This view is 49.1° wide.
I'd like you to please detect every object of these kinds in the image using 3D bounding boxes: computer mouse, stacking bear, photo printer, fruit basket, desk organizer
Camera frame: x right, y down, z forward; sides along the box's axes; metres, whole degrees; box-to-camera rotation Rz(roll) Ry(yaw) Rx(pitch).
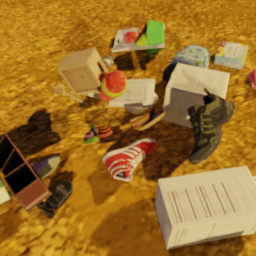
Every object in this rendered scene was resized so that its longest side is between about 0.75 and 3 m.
[{"bbox_3d":[-2.350,2.329,9.342,0.909,0.346,1.313,31,64,27],"label":"computer mouse"},{"bbox_3d":[-0.534,-1.634,10.312,1.066,1.139,1.875,-3,2,-8],"label":"stacking bear"},{"bbox_3d":[0.425,-1.257,12.726,1.477,0.513,1.229,-34,53,-26],"label":"photo printer"},{"bbox_3d":[0.675,-5.152,16.360,2.946,1.381,2.729,-7,43,15],"label":"fruit basket"},{"bbox_3d":[-3.644,1.376,9.099,0.913,0.980,2.545,-37,54,-19],"label":"desk organizer"}]

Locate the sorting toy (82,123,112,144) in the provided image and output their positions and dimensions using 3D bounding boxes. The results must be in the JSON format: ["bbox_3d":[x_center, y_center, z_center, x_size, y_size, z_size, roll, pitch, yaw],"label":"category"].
[{"bbox_3d":[-1.166,0.137,10.111,1.171,0.481,0.703,-23,22,-24],"label":"sorting toy"}]

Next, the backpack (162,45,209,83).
[{"bbox_3d":[3.090,-3.069,13.928,1.941,1.830,2.380,24,34,29],"label":"backpack"}]

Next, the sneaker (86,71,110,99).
[{"bbox_3d":[-1.172,-2.135,13.441,2.018,0.805,1.313,-9,43,-7],"label":"sneaker"}]

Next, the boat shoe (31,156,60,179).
[{"bbox_3d":[-3.268,1.507,9.906,0.649,0.635,1.821,34,57,24],"label":"boat shoe"}]

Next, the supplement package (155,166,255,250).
[{"bbox_3d":[2.351,2.361,8.366,2.797,1.591,1.532,-7,47,-7],"label":"supplement package"}]

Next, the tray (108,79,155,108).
[{"bbox_3d":[0.052,-1.505,12.114,2.264,1.216,0.251,4,-1,32],"label":"tray"}]

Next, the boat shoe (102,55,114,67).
[{"bbox_3d":[-0.831,-2.971,12.376,0.401,0.463,1.086,40,9,5],"label":"boat shoe"}]

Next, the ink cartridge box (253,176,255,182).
[{"bbox_3d":[4.619,2.220,9.247,0.961,0.560,1.327,-11,46,-11],"label":"ink cartridge box"}]

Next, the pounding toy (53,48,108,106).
[{"bbox_3d":[-2.113,-2.127,12.292,2.484,2.182,1.136,-5,48,27],"label":"pounding toy"}]

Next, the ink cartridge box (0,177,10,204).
[{"bbox_3d":[-5.169,1.736,9.559,1.382,0.794,2.359,-27,51,-24],"label":"ink cartridge box"}]

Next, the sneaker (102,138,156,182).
[{"bbox_3d":[0.235,1.181,10.147,2.113,0.753,1.189,-21,44,-10],"label":"sneaker"}]

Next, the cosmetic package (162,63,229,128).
[{"bbox_3d":[2.822,-1.282,11.799,2.264,1.883,1.895,16,47,15],"label":"cosmetic package"}]

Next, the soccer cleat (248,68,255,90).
[{"bbox_3d":[6.429,-2.383,13.959,0.644,0.562,1.685,34,40,-11],"label":"soccer cleat"}]

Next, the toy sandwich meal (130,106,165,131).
[{"bbox_3d":[0.753,-0.407,11.071,1.512,1.512,0.518,-38,99,-32],"label":"toy sandwich meal"}]

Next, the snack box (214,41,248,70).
[{"bbox_3d":[5.701,-4.039,15.462,1.507,0.605,1.788,18,49,18],"label":"snack box"}]

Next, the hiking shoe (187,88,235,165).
[{"bbox_3d":[2.406,-0.051,9.243,1.358,1.021,2.697,33,64,1],"label":"hiking shoe"}]
